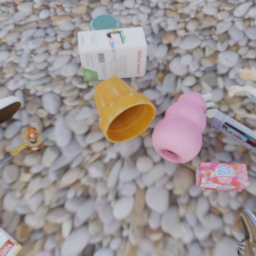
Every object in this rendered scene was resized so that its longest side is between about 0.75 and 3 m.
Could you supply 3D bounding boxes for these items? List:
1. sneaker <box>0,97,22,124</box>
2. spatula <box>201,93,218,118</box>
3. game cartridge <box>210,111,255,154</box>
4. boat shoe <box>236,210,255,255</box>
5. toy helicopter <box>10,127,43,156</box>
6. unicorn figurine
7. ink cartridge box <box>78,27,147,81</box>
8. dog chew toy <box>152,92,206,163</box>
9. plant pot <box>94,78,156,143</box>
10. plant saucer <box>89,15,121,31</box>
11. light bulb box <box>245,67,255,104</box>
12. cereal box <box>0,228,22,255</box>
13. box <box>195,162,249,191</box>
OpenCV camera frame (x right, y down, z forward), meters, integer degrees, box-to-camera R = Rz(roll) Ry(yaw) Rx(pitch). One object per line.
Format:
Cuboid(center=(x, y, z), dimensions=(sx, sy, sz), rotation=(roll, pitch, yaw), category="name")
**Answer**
Cuboid(center=(-4.736, -0.462, 8.778), dimensions=(2.636, 0.960, 1.116), rotation=(-32, 76, -15), category="sneaker")
Cuboid(center=(2.353, -0.646, 9.321), dimensions=(1.196, 0.096, 0.832), rotation=(-15, 83, -8), category="spatula")
Cuboid(center=(3.331, 0.205, 8.377), dimensions=(1.810, 1.173, 0.347), rotation=(34, 89, 17), category="game cartridge")
Cuboid(center=(3.098, 3.064, 6.932), dimensions=(0.714, 0.713, 1.972), rotation=(-16, 63, 5), category="boat shoe")
Cuboid(center=(-3.093, 0.521, 8.565), dimensions=(1.086, 0.718, 0.428), rotation=(-34, 29, -1), category="toy helicopter")
Cuboid(center=(4.215, -0.487, 8.439), dimensions=(2.007, 2.922, 1.079), rotation=(-2, 48, 33), category="unicorn figurine")
Cuboid(center=(-0.512, -2.477, 9.548), dimensions=(2.153, 1.559, 0.904), rotation=(-6, 63, -3), category="ink cartridge box")
Cuboid(center=(1.667, -0.119, 8.412), dimensions=(1.440, 1.440, 2.313), rotation=(23, 63, 12), category="dog chew toy")
Cuboid(center=(-0.260, -0.664, 8.594), dimensions=(1.691, 1.691, 1.548), rotation=(-25, 58, -12), category="plant pot")
Cuboid(center=(-0.935, -4.116, 11.197), dimensions=(1.272, 0.174, 1.272), rotation=(0, 63, 0), category="plant saucer")
Cuboid(center=(5.431, -1.950, 8.645), dimensions=(2.650, 2.673, 1.668), rotation=(-31, 65, -15), category="light bulb box")
Cuboid(center=(-4.193, 3.014, 7.148), dimensions=(2.334, 0.461, 1.679), rotation=(38, 68, 8), category="cereal box")
Cuboid(center=(2.661, 1.407, 8.036), dimensions=(1.325, 0.661, 0.633), rotation=(2, 63, 2), category="box")
